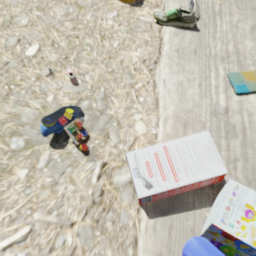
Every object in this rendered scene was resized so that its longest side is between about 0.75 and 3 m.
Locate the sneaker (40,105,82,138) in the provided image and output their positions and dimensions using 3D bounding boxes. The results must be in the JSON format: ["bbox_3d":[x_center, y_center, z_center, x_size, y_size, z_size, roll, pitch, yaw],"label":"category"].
[{"bbox_3d":[-2.158,-0.220,9.053,0.535,0.637,1.625,30,41,24],"label":"sneaker"}]

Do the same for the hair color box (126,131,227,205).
[{"bbox_3d":[1.301,1.119,7.929,2.478,0.792,1.374,-14,61,-4],"label":"hair color box"}]

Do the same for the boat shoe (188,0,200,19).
[{"bbox_3d":[2.857,-5.167,12.242,0.372,0.431,1.188,-21,56,38],"label":"boat shoe"}]

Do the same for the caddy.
[{"bbox_3d":[1.444,3.580,5.434,1.986,2.809,1.474,-28,32,-18],"label":"caddy"}]

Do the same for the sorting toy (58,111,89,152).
[{"bbox_3d":[-1.569,0.049,8.693,1.344,0.227,0.648,53,41,-6],"label":"sorting toy"}]

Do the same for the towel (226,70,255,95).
[{"bbox_3d":[4.361,-1.667,10.149,1.356,0.147,0.994,-7,59,-6],"label":"towel"}]

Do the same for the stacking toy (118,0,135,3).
[{"bbox_3d":[-0.279,-7.172,12.969,2.551,1.078,2.309,33,64,18],"label":"stacking toy"}]

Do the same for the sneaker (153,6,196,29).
[{"bbox_3d":[1.966,-4.756,11.633,1.849,0.819,0.711,9,59,6],"label":"sneaker"}]

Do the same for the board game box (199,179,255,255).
[{"bbox_3d":[3.265,2.619,6.732,2.579,1.328,1.353,27,58,18],"label":"board game box"}]

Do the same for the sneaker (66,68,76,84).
[{"bbox_3d":[-2.092,-1.993,10.196,0.285,0.395,0.756,-20,59,-10],"label":"sneaker"}]
